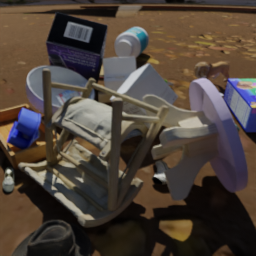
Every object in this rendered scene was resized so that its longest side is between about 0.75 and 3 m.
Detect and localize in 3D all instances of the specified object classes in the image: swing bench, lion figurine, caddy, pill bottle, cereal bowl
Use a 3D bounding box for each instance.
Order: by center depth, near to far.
[{"bbox_3d":[-0.912,0.330,6.478,2.660,2.674,1.735,26,15,37],"label":"swing bench"},{"bbox_3d":[-2.861,0.065,7.932,0.737,0.992,1.403,26,14,-24],"label":"caddy"},{"bbox_3d":[-2.450,-1.125,9.923,2.381,0.992,2.381,18,38,-15],"label":"cereal bowl"},{"bbox_3d":[-1.928,-1.142,9.972,1.094,0.595,0.595,-31,38,-13],"label":"pill bottle"},{"bbox_3d":[3.698,-2.469,12.146,2.162,1.324,0.783,-23,53,-23],"label":"lion figurine"},{"bbox_3d":[0.163,-4.841,16.253,1.537,1.537,2.775,9,31,15],"label":"pill bottle"}]

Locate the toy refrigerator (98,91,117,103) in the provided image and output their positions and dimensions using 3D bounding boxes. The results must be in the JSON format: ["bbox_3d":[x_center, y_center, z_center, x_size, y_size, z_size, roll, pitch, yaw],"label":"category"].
[{"bbox_3d":[-0.621,-1.230,11.119,1.118,0.391,0.424,-3,22,-5],"label":"toy refrigerator"}]

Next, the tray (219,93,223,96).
[{"bbox_3d":[3.307,-1.296,11.487,1.097,0.122,0.589,-15,32,-25],"label":"tray"}]

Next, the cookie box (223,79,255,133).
[{"bbox_3d":[4.867,-0.862,9.842,2.209,0.970,2.583,0,30,0],"label":"cookie box"}]

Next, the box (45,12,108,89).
[{"bbox_3d":[-2.014,-2.967,11.265,2.019,2.729,1.424,12,69,-4],"label":"box"}]

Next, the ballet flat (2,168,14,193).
[{"bbox_3d":[-2.944,1.257,6.883,0.262,0.248,0.777,-2,29,-19],"label":"ballet flat"}]

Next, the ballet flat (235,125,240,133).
[{"bbox_3d":[2.998,-0.113,9.087,0.511,0.552,1.638,-41,24,7],"label":"ballet flat"}]

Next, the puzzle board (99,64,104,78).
[{"bbox_3d":[-1.208,-2.945,14.225,2.698,0.235,2.034,0,31,-1],"label":"puzzle board"}]

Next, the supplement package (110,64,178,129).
[{"bbox_3d":[0.495,-0.929,8.817,1.369,1.432,1.053,-53,19,-25],"label":"supplement package"}]

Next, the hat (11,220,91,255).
[{"bbox_3d":[-1.416,2.106,5.074,1.473,0.594,1.473,1,30,0],"label":"hat"}]

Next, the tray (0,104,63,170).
[{"bbox_3d":[-3.262,0.142,8.587,1.410,0.529,2.858,-21,35,-31],"label":"tray"}]

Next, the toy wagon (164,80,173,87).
[{"bbox_3d":[1.421,-1.959,12.243,1.084,0.214,0.841,11,3,23],"label":"toy wagon"}]

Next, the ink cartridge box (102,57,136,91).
[{"bbox_3d":[-0.304,-2.118,11.067,1.266,1.233,1.969,-4,10,-1],"label":"ink cartridge box"}]

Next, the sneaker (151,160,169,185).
[{"bbox_3d":[0.771,1.116,7.040,0.492,0.323,0.855,-10,28,-17],"label":"sneaker"}]

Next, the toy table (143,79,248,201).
[{"bbox_3d":[1.436,0.296,6.509,1.595,2.503,2.723,-15,65,-4],"label":"toy table"}]
